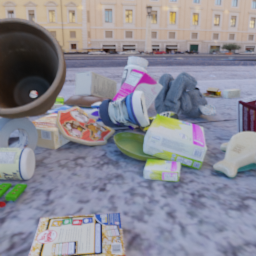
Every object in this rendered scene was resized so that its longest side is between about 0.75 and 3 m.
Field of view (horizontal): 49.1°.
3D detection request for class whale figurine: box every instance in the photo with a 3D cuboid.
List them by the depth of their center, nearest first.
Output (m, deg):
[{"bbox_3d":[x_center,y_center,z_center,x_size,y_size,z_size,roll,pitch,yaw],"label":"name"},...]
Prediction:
[{"bbox_3d":[3.018,0.823,7.414,1.653,0.857,1.315,-37,35,-22],"label":"whale figurine"}]

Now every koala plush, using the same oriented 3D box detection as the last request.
[{"bbox_3d":[2.471,-1.075,12.017,2.250,2.068,1.995,15,2,-26],"label":"koala plush"}]

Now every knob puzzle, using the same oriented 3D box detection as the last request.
[{"bbox_3d":[-1.509,-0.087,9.314,2.180,0.302,2.180,23,27,-13],"label":"knob puzzle"}]

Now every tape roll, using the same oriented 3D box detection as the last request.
[{"bbox_3d":[-3.174,0.322,7.795,0.431,1.305,1.305,11,21,32],"label":"tape roll"}]

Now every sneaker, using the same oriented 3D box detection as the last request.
[{"bbox_3d":[-0.368,-0.427,8.565,1.894,1.042,2.587,-10,2,5],"label":"sneaker"},{"bbox_3d":[1.123,-0.272,10.670,1.659,0.618,0.702,-10,9,-20],"label":"sneaker"}]

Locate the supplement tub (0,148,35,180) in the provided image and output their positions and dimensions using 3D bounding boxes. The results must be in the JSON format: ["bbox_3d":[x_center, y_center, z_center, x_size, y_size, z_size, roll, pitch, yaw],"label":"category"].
[{"bbox_3d":[-2.938,0.883,6.906,1.080,0.783,0.783,0,18,-1],"label":"supplement tub"}]

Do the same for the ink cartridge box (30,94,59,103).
[{"bbox_3d":[-4.161,-1.461,13.711,1.194,0.369,1.472,12,-17,33],"label":"ink cartridge box"}]

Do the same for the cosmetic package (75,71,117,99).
[{"bbox_3d":[-1.569,-1.989,14.060,0.991,1.174,2.271,2,-5,29],"label":"cosmetic package"}]

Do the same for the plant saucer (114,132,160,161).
[{"bbox_3d":[0.329,0.573,8.270,1.612,0.250,1.612,14,19,-5],"label":"plant saucer"}]

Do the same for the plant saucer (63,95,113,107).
[{"bbox_3d":[-1.578,-1.148,12.664,2.656,0.486,2.656,5,2,0],"label":"plant saucer"}]

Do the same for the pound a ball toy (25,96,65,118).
[{"bbox_3d":[-3.779,-0.829,12.695,1.708,0.726,1.114,-2,43,-6],"label":"pound a ball toy"}]

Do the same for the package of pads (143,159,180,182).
[{"bbox_3d":[0.865,1.076,7.101,0.892,0.304,0.689,3,17,12],"label":"package of pads"}]

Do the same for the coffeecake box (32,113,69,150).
[{"bbox_3d":[-2.561,0.064,9.684,1.359,0.647,1.770,7,19,21],"label":"coffeecake box"}]

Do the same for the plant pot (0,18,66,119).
[{"bbox_3d":[-2.981,-1.306,7.904,2.624,2.624,2.288,-2,-14,-5],"label":"plant pot"}]

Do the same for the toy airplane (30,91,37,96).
[{"bbox_3d":[-4.956,-1.815,15.644,1.099,0.779,1.103,-15,57,-13],"label":"toy airplane"}]

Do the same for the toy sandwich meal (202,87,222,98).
[{"bbox_3d":[5.058,-2.124,16.842,1.286,0.441,1.286,0,18,0],"label":"toy sandwich meal"}]

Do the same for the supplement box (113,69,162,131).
[{"bbox_3d":[0.210,-1.097,10.663,1.013,2.003,1.035,34,3,-31],"label":"supplement box"}]

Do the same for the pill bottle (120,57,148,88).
[{"bbox_3d":[0.309,-2.562,14.903,1.246,2.203,1.246,13,0,0],"label":"pill bottle"}]

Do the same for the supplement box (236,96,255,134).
[{"bbox_3d":[4.340,0.000,8.472,0.796,1.423,2.615,-12,20,-7],"label":"supplement box"}]

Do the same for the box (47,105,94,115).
[{"bbox_3d":[-2.036,-0.618,11.837,1.594,0.623,2.613,8,19,24],"label":"box"}]

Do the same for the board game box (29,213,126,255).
[{"bbox_3d":[-0.794,1.868,4.571,1.436,0.333,1.088,-2,18,-5],"label":"board game box"}]

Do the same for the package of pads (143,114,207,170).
[{"bbox_3d":[1.383,0.306,8.329,1.663,0.734,2.152,16,19,6],"label":"package of pads"}]

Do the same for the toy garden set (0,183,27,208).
[{"bbox_3d":[-2.957,1.513,5.868,1.285,0.256,1.071,2,16,4],"label":"toy garden set"}]

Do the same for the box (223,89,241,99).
[{"bbox_3d":[6.101,-2.016,16.480,0.997,0.473,0.387,-7,18,-24],"label":"box"}]
